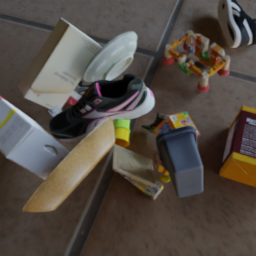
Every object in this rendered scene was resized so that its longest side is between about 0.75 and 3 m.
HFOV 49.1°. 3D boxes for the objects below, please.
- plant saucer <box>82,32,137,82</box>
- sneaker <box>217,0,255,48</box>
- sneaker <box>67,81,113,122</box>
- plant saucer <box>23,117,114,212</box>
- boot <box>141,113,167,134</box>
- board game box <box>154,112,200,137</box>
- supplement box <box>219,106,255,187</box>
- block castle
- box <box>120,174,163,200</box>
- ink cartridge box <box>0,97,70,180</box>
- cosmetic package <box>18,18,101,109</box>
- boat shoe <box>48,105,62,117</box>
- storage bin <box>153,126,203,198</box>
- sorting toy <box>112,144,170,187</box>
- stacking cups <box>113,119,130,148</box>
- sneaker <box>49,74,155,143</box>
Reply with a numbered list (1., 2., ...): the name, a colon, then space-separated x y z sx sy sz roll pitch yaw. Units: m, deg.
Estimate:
1. plant saucer: -0.456 -2.124 9.131 2.244 2.244 0.563 -39 86 -21
2. sneaker: 4.979 -4.689 12.227 1.602 1.046 2.864 -3 67 -5
3. sneaker: -1.241 -1.007 10.007 2.254 0.832 0.986 30 66 19
4. plant saucer: -1.179 0.961 6.498 0.503 2.838 2.838 43 66 1
5. boot: 0.905 -0.179 9.429 0.937 0.338 0.708 18 100 36
6. board game box: 1.492 0.131 8.652 0.840 0.839 0.839 -12 66 -37
7. supplement box: 4.151 0.673 8.701 1.962 1.321 1.989 17 60 10
8. block castle: 2.615 -2.554 10.835 1.557 1.093 2.330 -37 62 -13
9. box: 0.391 1.593 8.635 1.366 0.439 0.478 34 70 20
10. ink cartridge box: -2.945 0.261 7.848 2.461 1.786 1.026 31 78 38
11. cosmetic package: -2.205 -1.961 9.012 2.616 1.354 0.956 -55 44 11
12. boat shoe: -2.049 -0.346 8.526 0.417 1.158 0.381 39 77 24
13. storage bin: 1.403 1.019 7.544 1.297 1.782 1.197 -14 48 3
14. sorting toy: 0.407 1.241 8.304 1.956 0.262 1.457 25 22 -14
15. stacking cups: -0.166 -0.414 9.390 0.654 0.654 2.163 5 58 3
16. sneaker: -0.864 -0.666 7.408 2.941 1.270 1.181 -25 55 7
